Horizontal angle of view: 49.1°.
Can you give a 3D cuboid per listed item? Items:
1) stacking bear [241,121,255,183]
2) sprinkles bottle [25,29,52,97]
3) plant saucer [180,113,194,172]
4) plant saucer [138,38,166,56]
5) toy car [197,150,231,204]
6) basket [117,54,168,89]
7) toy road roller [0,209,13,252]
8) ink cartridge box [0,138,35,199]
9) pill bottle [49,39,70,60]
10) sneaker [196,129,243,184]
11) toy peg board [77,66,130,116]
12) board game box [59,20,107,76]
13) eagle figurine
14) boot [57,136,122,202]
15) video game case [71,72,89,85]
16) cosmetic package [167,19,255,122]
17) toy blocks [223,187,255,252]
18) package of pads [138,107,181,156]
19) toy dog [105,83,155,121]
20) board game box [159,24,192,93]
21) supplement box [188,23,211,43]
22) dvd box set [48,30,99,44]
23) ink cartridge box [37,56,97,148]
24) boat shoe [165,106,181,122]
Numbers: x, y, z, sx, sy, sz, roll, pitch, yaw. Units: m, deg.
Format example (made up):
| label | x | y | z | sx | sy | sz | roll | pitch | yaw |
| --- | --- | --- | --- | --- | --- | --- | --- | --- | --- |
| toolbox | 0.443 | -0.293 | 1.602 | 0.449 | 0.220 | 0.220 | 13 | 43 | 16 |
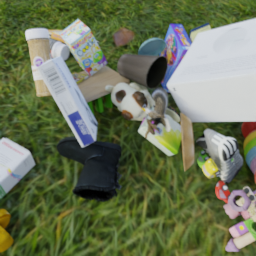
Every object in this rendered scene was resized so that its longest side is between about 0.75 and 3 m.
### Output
| label | x | y | z | sx | sy | sz | roll | pitch | yaw |
| --- | --- | --- | --- | --- | --- | --- | --- | --- | --- |
| stacking bear | 4.811 | 0.659 | 9.797 | 1.577 | 1.684 | 2.773 | 2 | 41 | 0 |
| sprinkles bottle | -3.372 | -2.529 | 11.012 | 0.862 | 2.526 | 0.862 | -7 | 10 | 1 |
| plant saucer | 1.858 | 0.434 | 8.802 | 0.327 | 1.848 | 1.848 | -4 | 49 | 9 |
| plant saucer | 0.976 | -3.387 | 11.833 | 1.262 | 1.262 | 0.227 | -16 | 70 | -13 |
| toy car | 2.657 | 1.409 | 9.106 | 0.434 | 1.948 | 1.833 | -30 | 28 | 7 |
| basket | 0.485 | -2.339 | 11.072 | 1.642 | 1.116 | 1.480 | 22 | 58 | 35 |
| toy road roller | -4.184 | 3.111 | 7.834 | 1.437 | 1.209 | 1.968 | 36 | 57 | 13 |
| ink cartridge box | -4.332 | 1.389 | 9.533 | 1.324 | 0.797 | 1.822 | 25 | 55 | 19 |
| pill bottle | -3.801 | -3.969 | 14.065 | 1.567 | 0.892 | 0.892 | 22 | 53 | 18 |
| sneaker | 2.873 | 0.784 | 9.033 | 0.880 | 2.345 | 1.354 | -39 | 48 | -12 |
| toy peg board | -1.413 | -1.564 | 12.036 | 2.254 | 1.103 | 2.245 | -26 | 40 | -24 |
| board game box | -1.781 | -3.226 | 11.454 | 0.993 | 1.894 | 0.976 | -39 | 55 | -5 |
| eagle figurine | 0.909 | -0.471 | 8.649 | 1.029 | 1.034 | 1.363 | 47 | 51 | -15 |
| boot | -1.390 | 1.364 | 9.375 | 2.509 | 0.929 | 2.056 | 7 | 44 | 2 |
| video game case | -2.254 | -2.098 | 11.850 | 0.889 | 0.113 | 0.804 | 18 | 42 | 32 |
| cosmetic package | 3.255 | -1.743 | 8.694 | 2.882 | 1.777 | 2.891 | 1 | 45 | 43 |
| toy blocks | 3.299 | 2.871 | 7.717 | 1.752 | 2.082 | 1.945 | -40 | 58 | 21 |
| package of pads | 1.250 | 0.082 | 10.272 | 1.621 | 0.553 | 1.253 | 39 | 49 | -15 |
| toy dog | 0.165 | -1.017 | 10.390 | 1.377 | 1.914 | 1.974 | -49 | 25 | 8 |
| board game box | 1.918 | -2.914 | 12.008 | 0.536 | 2.396 | 1.611 | -5 | 56 | -17 |
| supplement box | 2.930 | -3.344 | 11.009 | 0.716 | 1.066 | 1.065 | -21 | 91 | 9 |
| dvd box set | -2.923 | -4.629 | 14.543 | 2.282 | 0.335 | 1.669 | 23 | 25 | 18 |
| ink cartridge box | -1.912 | -1.055 | 9.607 | 0.575 | 2.824 | 2.830 | -26 | 19 | 2 |
| boat shoe | 1.428 | -0.454 | 8.810 | 0.268 | 0.313 | 0.856 | -18 | 33 | -20 |
